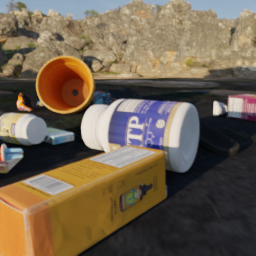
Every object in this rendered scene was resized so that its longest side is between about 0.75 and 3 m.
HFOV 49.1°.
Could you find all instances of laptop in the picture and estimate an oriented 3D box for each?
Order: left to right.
[{"bbox_3d":[0.705,-1.854,15.309,2.647,1.367,2.346,40,27,16],"label":"laptop"}]

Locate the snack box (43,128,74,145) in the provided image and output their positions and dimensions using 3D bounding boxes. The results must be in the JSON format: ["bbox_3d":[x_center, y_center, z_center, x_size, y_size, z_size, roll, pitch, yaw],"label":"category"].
[{"bbox_3d":[-2.456,0.241,8.930,1.334,0.248,0.775,11,15,39],"label":"snack box"}]

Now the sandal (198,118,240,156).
[{"bbox_3d":[2.055,0.235,8.538,1.080,0.648,2.875,-13,32,-26],"label":"sandal"}]

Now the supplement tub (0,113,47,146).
[{"bbox_3d":[-3.137,0.036,8.284,1.263,0.912,0.912,4,13,31],"label":"supplement tub"}]

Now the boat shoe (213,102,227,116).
[{"bbox_3d":[4.373,-0.888,13.247,0.633,0.665,1.847,3,4,17],"label":"boat shoe"}]

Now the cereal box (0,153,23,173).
[{"bbox_3d":[-3.060,0.791,6.662,0.758,0.208,1.054,0,13,-1],"label":"cereal box"}]

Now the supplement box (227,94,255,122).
[{"bbox_3d":[5.474,-0.862,12.022,1.293,1.019,1.975,-12,17,-42],"label":"supplement box"}]

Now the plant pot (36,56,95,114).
[{"bbox_3d":[-2.853,-1.937,13.983,2.656,2.656,2.431,1,-3,3],"label":"plant pot"}]

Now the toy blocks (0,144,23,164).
[{"bbox_3d":[-2.892,0.745,5.893,1.209,0.439,1.008,-5,33,-12],"label":"toy blocks"}]

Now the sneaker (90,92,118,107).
[{"bbox_3d":[-1.021,-1.525,15.233,1.090,0.905,2.282,13,19,38],"label":"sneaker"}]

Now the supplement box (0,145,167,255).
[{"bbox_3d":[-0.490,1.006,4.213,0.940,0.909,2.732,9,15,42],"label":"supplement box"}]

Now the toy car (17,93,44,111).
[{"bbox_3d":[-5.023,-1.141,14.891,0.727,1.072,2.186,-41,-20,17],"label":"toy car"}]

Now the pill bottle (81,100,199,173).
[{"bbox_3d":[0.241,0.103,6.728,2.579,1.544,1.544,6,14,30],"label":"pill bottle"}]
